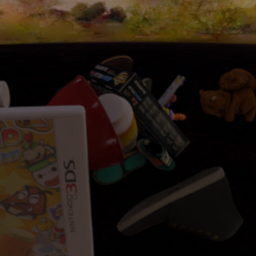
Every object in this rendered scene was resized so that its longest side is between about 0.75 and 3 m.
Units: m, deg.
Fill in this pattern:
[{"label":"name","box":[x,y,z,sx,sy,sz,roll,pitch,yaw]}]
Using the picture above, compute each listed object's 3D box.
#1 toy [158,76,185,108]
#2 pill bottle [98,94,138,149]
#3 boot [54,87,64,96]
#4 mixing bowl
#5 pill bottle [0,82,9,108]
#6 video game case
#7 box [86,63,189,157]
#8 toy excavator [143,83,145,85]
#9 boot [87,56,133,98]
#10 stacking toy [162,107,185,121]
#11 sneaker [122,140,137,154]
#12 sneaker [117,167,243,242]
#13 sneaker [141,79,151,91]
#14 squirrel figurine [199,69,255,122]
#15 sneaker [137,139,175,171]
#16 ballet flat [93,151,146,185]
[{"label":"toy","box":[1.771,-1.306,11.630,0.433,1.834,1.056,32,11,-11]},{"label":"pill bottle","box":[-0.318,-0.140,6.741,0.973,0.973,1.782,3,-18,8]},{"label":"boot","box":[-2.456,-1.113,11.989,2.272,0.787,1.978,7,23,11]},{"label":"mixing bowl","box":[-1.088,0.102,5.871,1.144,2.113,2.113,-28,30,-15]},{"label":"pill bottle","box":[-6.381,-1.311,11.666,2.461,1.395,1.395,-3,22,-7]},{"label":"video game case","box":[-2.043,1.021,4.082,2.944,2.680,0.337,-2,23,-5]},{"label":"box","box":[0.244,-0.544,8.056,0.642,2.792,2.219,-48,33,-6]},{"label":"toy excavator","box":[0.066,-0.981,9.547,1.079,1.109,0.554,-6,37,-15]},{"label":"boot","box":[-0.810,-1.041,9.681,2.934,1.062,2.441,-32,45,9]},{"label":"stacking toy","box":[1.376,-0.433,10.311,1.488,0.817,0.864,6,-3,-3]},{"label":"sneaker","box":[-0.221,0.601,7.933,1.125,0.416,0.461,-21,0,24]},{"label":"sneaker","box":[0.920,1.592,4.756,2.084,1.107,0.780,-25,-5,-4]},{"label":"sneaker","box":[-0.074,-1.761,13.019,1.589,1.119,2.992,16,28,24]},{"label":"squirrel figurine","box":[3.775,-1.310,10.702,1.979,2.120,1.500,5,26,-14]},{"label":"sneaker","box":[0.796,0.713,7.095,0.499,1.250,0.446,-8,50,59]},{"label":"ballet flat","box":[-0.268,1.005,7.142,1.694,0.599,0.599,-19,29,-38]}]
